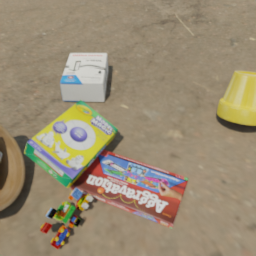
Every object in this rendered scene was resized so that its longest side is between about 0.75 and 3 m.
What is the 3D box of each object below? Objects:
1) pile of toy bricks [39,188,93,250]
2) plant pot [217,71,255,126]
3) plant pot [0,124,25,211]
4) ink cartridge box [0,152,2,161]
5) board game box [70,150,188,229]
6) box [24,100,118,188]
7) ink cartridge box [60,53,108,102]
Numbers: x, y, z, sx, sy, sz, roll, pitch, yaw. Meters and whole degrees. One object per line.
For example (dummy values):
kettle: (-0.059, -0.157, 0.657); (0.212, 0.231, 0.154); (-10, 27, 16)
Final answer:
pile of toy bricks: (-1.583, 2.085, 6.780); (0.711, 0.799, 1.439); (-18, 32, 52)
plant pot: (3.780, -1.009, 8.942); (1.584, 1.490, 1.584); (5, 19, -2)
plant pot: (-3.990, 0.970, 6.774); (1.233, 2.672, 2.672); (-28, 38, 24)
ink cartridge box: (-3.604, 0.849, 6.625); (0.312, 1.415, 1.441); (-11, 52, 5)
board game box: (0.040, 1.512, 7.578); (2.863, 0.278, 1.474); (16, 48, 16)
box: (-1.385, 0.261, 7.825); (1.511, 0.623, 2.576); (38, 44, 3)
ink cartridge box: (-1.603, -1.967, 10.691); (1.548, 0.894, 2.120); (0, 44, 0)
